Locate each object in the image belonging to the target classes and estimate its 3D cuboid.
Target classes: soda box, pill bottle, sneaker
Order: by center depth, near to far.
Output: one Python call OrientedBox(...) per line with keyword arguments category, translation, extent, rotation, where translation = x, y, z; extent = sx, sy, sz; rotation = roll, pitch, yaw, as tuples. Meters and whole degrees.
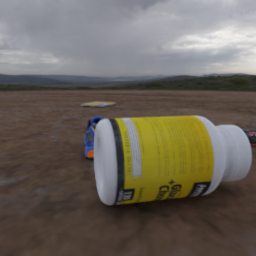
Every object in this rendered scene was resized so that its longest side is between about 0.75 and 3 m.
OrientedBox(category="pill bottle", translation=(0.684, 0.475, 4.554), extent=(2.367, 1.326, 1.326), rotation=(-2, 10, -14))
OrientedBox(category="sneaker", translation=(-0.773, 0.126, 7.705), extent=(0.896, 0.933, 2.378), rotation=(-1, 10, -11))
OrientedBox(category="soda box", translation=(3.664, 0.305, 8.118), extent=(0.315, 0.352, 0.994), rotation=(-41, 27, -19))

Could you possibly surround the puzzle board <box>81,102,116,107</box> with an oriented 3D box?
OrientedBox(category="puzzle board", translation=(-2.089, -1.677, 20.151), extent=(1.704, 0.197, 2.261), rotation=(5, 12, 21))
